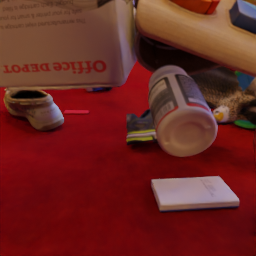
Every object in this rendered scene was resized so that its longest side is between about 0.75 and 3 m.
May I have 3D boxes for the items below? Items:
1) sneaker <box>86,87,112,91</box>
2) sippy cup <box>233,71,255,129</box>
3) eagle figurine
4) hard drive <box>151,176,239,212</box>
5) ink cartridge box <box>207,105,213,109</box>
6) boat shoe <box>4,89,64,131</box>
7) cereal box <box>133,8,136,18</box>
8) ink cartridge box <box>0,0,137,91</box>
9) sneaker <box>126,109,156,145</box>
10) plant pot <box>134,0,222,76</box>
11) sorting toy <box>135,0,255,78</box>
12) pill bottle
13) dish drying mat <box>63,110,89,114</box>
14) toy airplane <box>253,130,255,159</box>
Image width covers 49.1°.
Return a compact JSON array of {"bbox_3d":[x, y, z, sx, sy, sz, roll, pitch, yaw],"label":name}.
[{"bbox_3d":[-1.201,-2.442,13.578,1.403,0.968,2.521,-5,22,4],"label":"sneaker"},{"bbox_3d":[3.809,-0.853,7.962,1.625,1.742,2.218,-3,57,-45],"label":"sippy cup"},{"bbox_3d":[1.737,-0.387,5.676,2.328,1.767,1.757,9,-13,29],"label":"eagle figurine"},{"bbox_3d":[0.998,1.008,4.366,1.158,0.147,0.764,-2,18,-5],"label":"hard drive"},{"bbox_3d":[2.762,-1.112,9.721,1.836,0.869,0.341,-9,20,-25],"label":"ink cartridge box"},{"bbox_3d":[-2.884,-0.856,8.288,1.098,0.939,2.995,-31,38,-33],"label":"boat shoe"},{"bbox_3d":[0.497,-2.476,7.514,1.781,1.282,0.352,1,-5,-21],"label":"cereal box"},{"bbox_3d":[-1.095,-2.125,3.977,2.121,2.920,1.217,0,30,13],"label":"ink cartridge box"},{"bbox_3d":[0.757,-0.125,6.597,1.859,0.753,0.687,-11,-2,-32],"label":"sneaker"},{"bbox_3d":[0.970,-2.321,4.575,2.151,2.129,2.151,-9,-21,-4],"label":"plant pot"},{"bbox_3d":[0.539,-1.321,2.540,2.083,0.307,1.540,18,55,-9],"label":"sorting toy"},{"bbox_3d":[0.604,-0.264,3.465,0.665,0.665,1.168,-1,37,-3],"label":"pill bottle"},{"bbox_3d":[-1.692,-0.512,9.182,0.795,0.072,0.305,1,19,1],"label":"dish drying mat"},{"bbox_3d":[2.422,0.983,2.502,2.519,1.785,2.530,30,-3,38],"label":"toy airplane"}]
